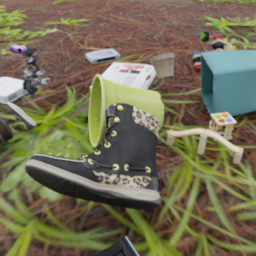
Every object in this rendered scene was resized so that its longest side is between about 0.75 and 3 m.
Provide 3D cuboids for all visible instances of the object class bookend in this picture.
[{"bbox_3d":[0.617,2.885,4.370,2.996,1.380,2.977,-18,40,-24],"label":"bookend"}]

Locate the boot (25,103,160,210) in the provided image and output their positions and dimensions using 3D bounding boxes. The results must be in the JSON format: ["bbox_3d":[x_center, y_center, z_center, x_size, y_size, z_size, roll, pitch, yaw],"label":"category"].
[{"bbox_3d":[-0.547,0.477,6.221,2.890,1.057,2.176,16,60,-11],"label":"boot"}]

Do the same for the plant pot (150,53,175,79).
[{"bbox_3d":[1.207,-2.050,9.428,0.834,0.724,0.834,-12,5,1],"label":"plant pot"}]

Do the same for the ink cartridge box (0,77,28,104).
[{"bbox_3d":[-5.036,-1.554,11.455,1.707,0.403,1.366,13,38,26],"label":"ink cartridge box"}]

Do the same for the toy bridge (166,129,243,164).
[{"bbox_3d":[2.216,0.414,8.337,2.288,0.769,0.311,15,39,19],"label":"toy bridge"}]

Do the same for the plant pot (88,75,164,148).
[{"bbox_3d":[-0.066,-0.473,8.713,2.001,2.177,2.177,2,34,-18],"label":"plant pot"}]

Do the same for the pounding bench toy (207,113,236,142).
[{"bbox_3d":[2.969,-0.170,9.151,0.601,0.754,0.967,-7,36,-9],"label":"pounding bench toy"}]

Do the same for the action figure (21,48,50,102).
[{"bbox_3d":[-2.702,-1.482,8.153,0.754,1.478,0.878,-15,47,-32],"label":"action figure"}]

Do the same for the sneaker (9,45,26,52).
[{"bbox_3d":[-6.055,-4.285,15.259,0.871,0.350,0.385,4,43,3],"label":"sneaker"}]

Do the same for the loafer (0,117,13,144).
[{"bbox_3d":[-4.752,0.146,8.670,2.676,0.977,0.954,5,39,23],"label":"loafer"}]

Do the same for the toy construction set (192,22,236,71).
[{"bbox_3d":[4.280,-3.107,12.656,1.889,2.051,2.459,1,55,-20],"label":"toy construction set"}]

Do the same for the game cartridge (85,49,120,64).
[{"bbox_3d":[-1.339,-3.708,14.485,1.592,0.331,1.060,-16,35,-21],"label":"game cartridge"}]

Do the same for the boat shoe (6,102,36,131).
[{"bbox_3d":[-3.615,-0.369,9.248,1.222,0.383,0.444,40,5,3],"label":"boat shoe"}]

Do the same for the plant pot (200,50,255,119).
[{"bbox_3d":[4.103,-1.699,9.960,2.629,1.858,1.857,-9,35,5],"label":"plant pot"}]

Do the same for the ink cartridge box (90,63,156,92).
[{"bbox_3d":[0.005,-1.571,10.785,2.079,0.993,2.368,8,36,19],"label":"ink cartridge box"}]
